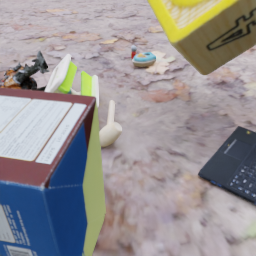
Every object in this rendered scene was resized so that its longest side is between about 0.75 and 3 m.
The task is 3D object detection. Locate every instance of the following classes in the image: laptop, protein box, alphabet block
[{"bbox_3d":[3.262,0.483,5.798,2.666,1.377,2.363,26,42,31],"label":"laptop"},{"bbox_3d":[-1.858,0.936,4.099,2.600,2.581,1.754,7,36,10],"label":"protein box"},{"bbox_3d":[1.948,-2.922,6.642,2.232,2.192,2.180,17,45,-56],"label":"alphabet block"}]

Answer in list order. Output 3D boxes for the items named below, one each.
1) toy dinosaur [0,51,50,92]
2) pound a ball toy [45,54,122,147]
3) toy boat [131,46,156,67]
[{"bbox_3d":[-3.214,-1.325,8.831,1.769,1.331,2.607,-24,59,-9],"label":"toy dinosaur"},{"bbox_3d":[-1.345,-0.662,7.691,1.923,1.253,2.950,37,18,-24],"label":"pound a ball toy"},{"bbox_3d":[0.491,-2.888,11.225,1.005,0.556,1.196,-23,42,-28],"label":"toy boat"}]
